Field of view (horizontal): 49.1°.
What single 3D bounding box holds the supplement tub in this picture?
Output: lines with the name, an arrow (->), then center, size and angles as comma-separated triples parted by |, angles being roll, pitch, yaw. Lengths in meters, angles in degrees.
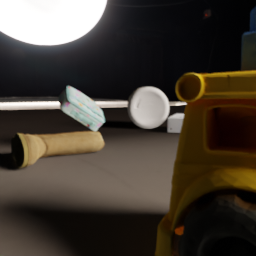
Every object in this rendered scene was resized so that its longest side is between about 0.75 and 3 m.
supplement tub -> 0.908, -1.053, 13.875 | 1.918, 1.918, 2.657 | 0, 8, -1

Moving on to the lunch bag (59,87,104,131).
lunch bag -> -1.346, -0.556, 8.339 | 1.431, 0.551, 1.147 | 33, 16, -30

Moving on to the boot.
boot -> -1.675, 0.415, 7.109 | 2.268, 0.750, 1.986 | -3, 7, -27

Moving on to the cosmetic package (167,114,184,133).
cosmetic package -> 3.199, -0.182, 12.062 | 2.682, 0.693, 2.022 | 3, 11, 19

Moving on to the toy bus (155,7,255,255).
toy bus -> 1.744, 0.105, 2.172 | 2.759, 2.649, 1.872 | 7, 9, 36
